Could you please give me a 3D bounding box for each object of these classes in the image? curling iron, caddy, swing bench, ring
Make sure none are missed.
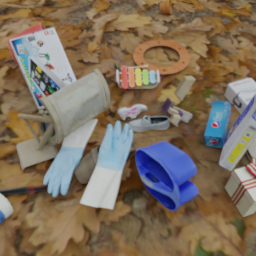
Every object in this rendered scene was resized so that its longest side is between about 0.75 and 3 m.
[{"bbox_3d":[-2.995,1.779,8.501,1.937,0.248,0.480,-12,82,-7],"label":"curling iron"},{"bbox_3d":[0.952,1.341,7.896,1.142,1.538,2.175,-20,26,-22],"label":"caddy"},{"bbox_3d":[-1.896,-0.538,8.818,2.192,1.430,2.204,-38,14,-38],"label":"swing bench"},{"bbox_3d":[1.510,-3.199,12.735,2.572,0.247,2.572,-1,50,1],"label":"ring"}]

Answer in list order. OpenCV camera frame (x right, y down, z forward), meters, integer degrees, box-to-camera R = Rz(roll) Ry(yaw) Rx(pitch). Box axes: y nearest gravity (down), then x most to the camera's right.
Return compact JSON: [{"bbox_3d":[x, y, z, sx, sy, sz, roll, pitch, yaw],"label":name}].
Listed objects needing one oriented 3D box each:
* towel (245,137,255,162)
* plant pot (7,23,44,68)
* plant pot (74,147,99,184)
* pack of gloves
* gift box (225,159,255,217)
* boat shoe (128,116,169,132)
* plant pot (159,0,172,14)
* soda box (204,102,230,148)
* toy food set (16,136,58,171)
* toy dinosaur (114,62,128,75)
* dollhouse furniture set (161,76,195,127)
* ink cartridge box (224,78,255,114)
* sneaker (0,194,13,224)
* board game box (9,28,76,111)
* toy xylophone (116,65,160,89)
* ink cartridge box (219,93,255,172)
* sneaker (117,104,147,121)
[{"bbox_3d":[4.481,0.493,9.601,1.131,0.294,1.707,-1,49,-3],"label":"towel"},{"bbox_3d":[-4.147,-3.405,12.021,1.583,1.789,1.789,-20,52,-6],"label":"plant pot"},{"bbox_3d":[-1.134,1.241,8.584,0.913,1.052,1.052,-25,53,0],"label":"plant pot"},{"bbox_3d":[-1.195,0.774,8.137,2.318,0.545,2.760,6,58,18],"label":"pack of gloves"},{"bbox_3d":[3.656,1.650,8.021,1.286,1.201,1.187,-19,53,-14],"label":"gift box"},{"bbox_3d":[0.734,-0.215,10.013,1.507,0.537,0.526,-3,50,-1],"label":"boat shoe"},{"bbox_3d":[2.034,-6.578,15.271,0.551,0.787,0.787,-3,48,18],"label":"plant pot"},{"bbox_3d":[3.166,-0.154,9.866,0.598,0.566,1.763,5,48,27],"label":"soda box"},{"bbox_3d":[-3.006,0.818,9.325,1.254,0.379,0.900,-19,64,-13],"label":"toy food set"},{"bbox_3d":[-0.196,-2.421,12.050,0.515,0.277,1.169,-26,61,-11],"label":"toy dinosaur"},{"bbox_3d":[2.168,-0.855,9.794,1.131,1.594,1.263,23,22,-21],"label":"dollhouse furniture set"},{"bbox_3d":[4.609,-1.118,10.714,1.096,0.629,1.509,-16,52,-13],"label":"ink cartridge box"},{"bbox_3d":[-4.685,2.037,7.809,2.657,1.020,1.478,33,48,17],"label":"sneaker"},{"bbox_3d":[-3.128,-2.246,10.713,1.752,0.480,2.776,-23,93,-18],"label":"board game box"},{"bbox_3d":[0.356,-2.141,11.549,1.831,0.460,1.341,-8,62,-7],"label":"toy xylophone"},{"bbox_3d":[3.581,-0.110,8.389,0.524,2.230,2.204,32,33,11],"label":"ink cartridge box"},{"bbox_3d":[0.174,-0.540,10.357,1.122,0.457,0.495,-14,80,-7],"label":"sneaker"}]
